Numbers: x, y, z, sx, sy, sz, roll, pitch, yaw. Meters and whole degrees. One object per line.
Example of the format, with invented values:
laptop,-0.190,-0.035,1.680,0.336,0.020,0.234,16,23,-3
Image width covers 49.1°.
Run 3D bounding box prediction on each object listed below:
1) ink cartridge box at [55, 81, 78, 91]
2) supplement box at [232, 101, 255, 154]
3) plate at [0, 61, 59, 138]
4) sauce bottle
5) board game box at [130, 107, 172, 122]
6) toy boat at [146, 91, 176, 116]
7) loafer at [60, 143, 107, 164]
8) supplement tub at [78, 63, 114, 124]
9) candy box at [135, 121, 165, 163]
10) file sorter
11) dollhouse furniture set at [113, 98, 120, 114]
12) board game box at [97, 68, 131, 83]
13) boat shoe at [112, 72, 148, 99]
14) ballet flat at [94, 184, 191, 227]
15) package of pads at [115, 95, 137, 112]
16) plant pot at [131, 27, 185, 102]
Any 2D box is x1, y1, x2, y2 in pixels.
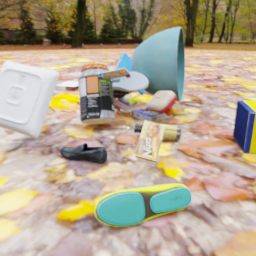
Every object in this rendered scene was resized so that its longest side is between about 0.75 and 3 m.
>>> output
ink cartridge box,-3.358,-2.470,16.624,1.322,0.332,1.524,7,21,18
supplement box,4.552,-0.030,8.369,2.364,1.294,1.287,1,21,6
plate,-2.988,-0.852,7.603,1.897,1.901,0.307,15,-8,19
sauce bottle,0.918,0.091,8.905,1.487,0.481,0.481,9,20,-1
board game box,0.952,-0.595,11.488,1.227,0.253,1.230,-15,25,-36
toy boat,1.284,-0.774,9.970,0.876,0.877,1.342,-47,22,-9
loafer,-1.227,0.635,7.712,1.379,0.484,0.468,6,20,15
supplement tub,-1.162,-1.210,10.173,1.258,2.053,1.258,-3,-7,0
candy box,0.537,0.333,6.768,0.528,0.914,0.253,14,-14,12
file sorter,-0.077,-2.365,13.396,1.110,1.809,1.255,-24,34,43
dollhouse furniture set,-0.865,-1.116,12.304,1.258,0.648,1.245,25,26,3
board game box,-0.429,-1.673,8.996,0.896,0.116,0.896,-9,-6,13
boat shoe,-0.057,-1.628,11.023,2.208,0.781,1.002,7,-16,32
ballet flat,0.268,1.453,5.422,1.986,0.664,0.666,-5,-1,-21
package of pads,-0.101,-1.044,11.728,0.636,0.281,0.824,33,37,19
plant pot,1.192,-2.488,11.265,1.910,2.836,2.836,2,19,16
